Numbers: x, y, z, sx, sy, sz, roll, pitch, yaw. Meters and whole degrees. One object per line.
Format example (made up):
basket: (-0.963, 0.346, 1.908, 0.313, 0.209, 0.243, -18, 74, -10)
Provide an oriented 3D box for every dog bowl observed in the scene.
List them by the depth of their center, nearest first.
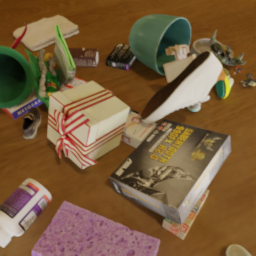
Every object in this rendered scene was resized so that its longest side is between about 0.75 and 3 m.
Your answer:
dog bowl: (3.555, -3.469, 12.589, 1.558, 0.457, 1.558, 0, 47, 0)

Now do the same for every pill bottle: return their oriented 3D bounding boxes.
pill bottle: (-2.836, 2.179, 7.215, 0.899, 0.899, 1.613, 25, 52, 21)

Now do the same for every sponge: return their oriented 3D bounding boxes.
sponge: (-0.736, 2.881, 6.685, 2.716, 0.405, 1.515, 18, 39, 12)

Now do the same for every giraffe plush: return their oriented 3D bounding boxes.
giraffe plush: (-3.633, -2.607, 11.637, 1.026, 0.885, 0.832, 5, 55, 16)

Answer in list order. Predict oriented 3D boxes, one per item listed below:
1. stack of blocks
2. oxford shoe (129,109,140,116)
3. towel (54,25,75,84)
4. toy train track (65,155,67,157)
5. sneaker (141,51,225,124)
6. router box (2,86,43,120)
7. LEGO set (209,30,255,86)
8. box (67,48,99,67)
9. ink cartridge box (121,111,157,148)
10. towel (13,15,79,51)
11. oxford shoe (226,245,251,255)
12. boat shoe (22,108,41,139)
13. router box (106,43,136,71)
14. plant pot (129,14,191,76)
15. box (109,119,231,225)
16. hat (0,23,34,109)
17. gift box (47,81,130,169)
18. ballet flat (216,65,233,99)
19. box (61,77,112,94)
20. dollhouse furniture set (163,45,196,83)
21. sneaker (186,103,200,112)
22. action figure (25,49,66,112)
stack of blocks: (1.475, 2.119, 7.582, 0.839, 0.427, 1.457, 27, 53, 22)
oxford shoe: (0.014, -0.561, 9.990, 0.819, 0.298, 0.292, 7, 79, 2)
towel: (-2.414, -2.570, 10.307, 0.337, 2.194, 1.637, -23, 89, -15)
toy train track: (-1.779, 0.303, 9.278, 1.113, 0.316, 1.941, 11, 41, -6)
sneaker: (1.728, -0.909, 8.651, 2.913, 1.233, 1.061, -40, 26, 21)
router box: (-4.062, -1.133, 10.544, 1.342, 0.365, 1.495, 36, 57, 28)
LEGO set: (4.152, -2.708, 11.566, 1.895, 0.827, 2.918, 10, 52, -29)
box: (-2.057, -3.066, 12.178, 1.458, 0.546, 0.730, 1, 48, 3)
ink cartridge box: (0.169, 0.044, 9.357, 1.322, 0.560, 0.955, 28, 54, 22)
towel: (-3.962, -4.708, 13.684, 2.746, 0.473, 1.819, -35, 56, -27)
oxford shoe: (2.937, 3.548, 6.165, 0.790, 0.607, 2.102, -11, 48, -16)
boat shoe: (-3.340, -0.252, 9.659, 0.517, 0.509, 1.388, -5, 48, -4)
router box: (-0.238, -3.158, 12.365, 1.047, 0.359, 1.404, 16, 50, 14)
plant pot: (1.165, -3.574, 11.547, 1.845, 2.299, 2.299, 32, 56, 32)
box: (1.227, 1.027, 7.955, 2.266, 0.692, 2.861, 17, 48, 40)
hat: (-4.303, -2.168, 10.355, 2.520, 2.088, 2.219, -33, 24, 7)
gift box: (-1.186, -0.086, 8.246, 2.066, 1.907, 1.930, 34, 42, 27)
ballet flat: (3.749, -1.932, 11.091, 0.689, 0.687, 2.055, 1, 46, -8)
box: (-1.478, -1.063, 10.166, 1.697, 0.810, 0.846, 23, 55, 20)
dollhouse furniture set: (2.426, -2.229, 10.696, 1.151, 2.010, 2.357, -9, 11, 35)
sneaker: (2.390, -1.309, 10.282, 0.522, 0.939, 1.342, -2, 45, 4)
action figure: (-2.942, -1.707, 10.489, 1.727, 0.799, 2.924, 22, 39, -44)
